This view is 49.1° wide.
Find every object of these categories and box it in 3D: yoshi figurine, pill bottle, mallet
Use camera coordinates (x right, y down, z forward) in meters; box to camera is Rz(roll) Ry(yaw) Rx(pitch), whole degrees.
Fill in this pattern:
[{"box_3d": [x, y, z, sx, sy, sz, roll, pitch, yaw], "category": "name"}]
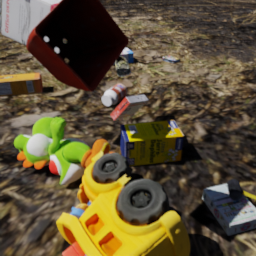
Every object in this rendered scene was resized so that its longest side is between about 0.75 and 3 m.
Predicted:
[{"box_3d": [-1.725, 0.407, 7.747, 2.967, 1.668, 1.661, 11, 18, 22], "category": "yoshi figurine"}, {"box_3d": [-0.563, -1.299, 11.213, 0.621, 0.621, 1.107, 17, 36, 25], "category": "pill bottle"}, {"box_3d": [2.953, 1.673, 6.435, 1.430, 0.294, 0.471, 27, 33, 4], "category": "mallet"}]

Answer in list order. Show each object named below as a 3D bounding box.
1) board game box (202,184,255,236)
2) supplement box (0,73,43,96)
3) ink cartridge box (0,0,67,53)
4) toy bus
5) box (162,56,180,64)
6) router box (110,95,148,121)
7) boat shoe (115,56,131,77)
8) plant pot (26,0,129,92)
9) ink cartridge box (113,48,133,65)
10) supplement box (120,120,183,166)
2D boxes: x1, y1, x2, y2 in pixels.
[{"box_3d": [2.352, 1.825, 6.438, 0.831, 0.362, 1.127, -9, 32, -13], "category": "board game box"}, {"box_3d": [-4.826, -1.859, 12.045, 2.139, 0.736, 0.712, -5, 31, -10], "category": "supplement box"}, {"box_3d": [-2.103, -2.529, 6.650, 1.664, 1.208, 0.694, 26, 36, 8], "category": "ink cartridge box"}, {"box_3d": [-0.473, 1.962, 5.279, 2.390, 1.689, 2.489, -35, 42, -19], "category": "toy bus"}, {"box_3d": [2.420, -3.846, 15.752, 0.568, 0.157, 0.832, -25, 40, -34], "category": "box"}, {"box_3d": [0.032, -0.530, 7.294, 0.808, 0.725, 0.197, -15, 66, -51], "category": "router box"}, {"box_3d": [-0.167, -1.693, 7.707, 0.390, 0.326, 1.090, -14, 30, -3], "category": "boat shoe"}, {"box_3d": [-0.844, -1.222, 4.102, 0.949, 1.076, 1.077, 0, 51, 50], "category": "plant pot"}, {"box_3d": [-0.529, -3.945, 15.490, 1.404, 0.594, 1.015, -13, 34, -17], "category": "ink cartridge box"}, {"box_3d": [0.644, 0.435, 8.148, 1.660, 0.904, 0.909, -6, 32, -9], "category": "supplement box"}]
